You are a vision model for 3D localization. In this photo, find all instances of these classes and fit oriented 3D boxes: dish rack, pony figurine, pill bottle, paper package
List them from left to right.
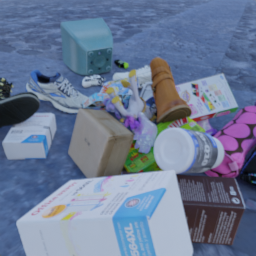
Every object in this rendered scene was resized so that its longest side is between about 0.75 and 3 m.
[{"bbox_3d":[-0.872,0.519,8.286,0.938,1.729,1.814,1,28,-39],"label":"paper package"},{"bbox_3d":[0.121,-0.366,8.739,1.802,2.164,2.089,5,54,40],"label":"pony figurine"},{"bbox_3d":[1.120,-1.238,11.961,1.267,0.321,1.477,14,63,18],"label":"dish rack"},{"bbox_3d":[1.564,0.584,6.882,1.844,1.049,1.049,7,19,-48],"label":"pill bottle"}]

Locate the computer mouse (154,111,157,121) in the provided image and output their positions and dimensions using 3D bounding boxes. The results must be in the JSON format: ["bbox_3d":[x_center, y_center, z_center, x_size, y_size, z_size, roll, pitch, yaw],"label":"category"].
[{"bbox_3d":[1.509,-0.927,10.693,2.343,0.539,1.645,24,81,44],"label":"computer mouse"}]

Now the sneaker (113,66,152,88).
[{"bbox_3d":[0.699,-2.461,13.358,2.849,1.155,1.071,4,34,-3],"label":"sneaker"}]

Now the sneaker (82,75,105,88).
[{"bbox_3d":[-1.625,-2.282,13.836,0.818,0.502,1.258,11,23,32],"label":"sneaker"}]

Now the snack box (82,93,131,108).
[{"bbox_3d":[-0.676,-0.902,9.533,1.521,0.282,0.883,-3,-11,-37],"label":"snack box"}]

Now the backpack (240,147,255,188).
[{"bbox_3d":[4.417,1.060,7.458,2.107,1.924,1.418,33,27,21],"label":"backpack"}]

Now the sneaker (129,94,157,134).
[{"bbox_3d":[0.794,-0.385,10.172,1.679,0.676,1.229,-36,60,3],"label":"sneaker"}]

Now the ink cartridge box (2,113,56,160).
[{"bbox_3d":[-3.314,0.249,9.659,1.293,0.758,1.766,0,32,0],"label":"ink cartridge box"}]

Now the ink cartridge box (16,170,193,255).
[{"bbox_3d":[-0.472,2.001,5.123,2.770,1.734,1.780,-10,10,23],"label":"ink cartridge box"}]

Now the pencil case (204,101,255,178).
[{"bbox_3d":[3.459,0.395,8.672,1.374,1.331,2.933,12,41,45],"label":"pencil case"}]

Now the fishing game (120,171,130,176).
[{"bbox_3d":[-0.019,1.634,7.331,0.706,0.986,0.153,-18,20,-24],"label":"fishing game"}]

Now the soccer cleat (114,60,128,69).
[{"bbox_3d":[-0.463,-3.670,16.178,1.079,0.364,0.437,25,53,33],"label":"soccer cleat"}]

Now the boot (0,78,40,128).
[{"bbox_3d":[-4.280,-1.060,9.749,2.872,1.037,2.169,-22,48,17],"label":"boot"}]

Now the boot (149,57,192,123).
[{"bbox_3d":[1.223,-1.226,8.698,1.031,2.088,2.689,-11,-3,8],"label":"boot"}]

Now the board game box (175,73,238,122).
[{"bbox_3d":[2.622,-1.011,9.746,1.875,0.378,1.435,-14,66,1],"label":"board game box"}]

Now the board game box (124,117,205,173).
[{"bbox_3d":[0.988,0.580,8.522,2.489,0.593,1.264,-31,39,-8],"label":"board game box"}]

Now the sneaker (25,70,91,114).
[{"bbox_3d":[-2.842,-1.551,11.676,2.970,1.265,1.144,18,34,-1],"label":"sneaker"}]

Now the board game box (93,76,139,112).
[{"bbox_3d":[-0.440,-1.400,11.519,1.561,0.397,2.306,-9,31,13],"label":"board game box"}]

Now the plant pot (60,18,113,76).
[{"bbox_3d":[-2.014,-4.193,15.198,2.465,2.458,2.511,-17,46,-24],"label":"plant pot"}]

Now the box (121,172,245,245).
[{"bbox_3d":[1.129,1.885,6.581,2.699,1.351,1.011,2,34,2],"label":"box"}]

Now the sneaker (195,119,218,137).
[{"bbox_3d":[2.629,0.114,9.835,1.061,0.966,2.401,16,40,12],"label":"sneaker"}]
